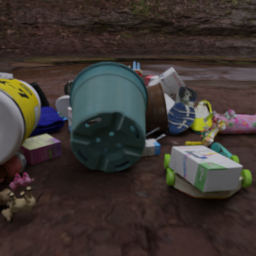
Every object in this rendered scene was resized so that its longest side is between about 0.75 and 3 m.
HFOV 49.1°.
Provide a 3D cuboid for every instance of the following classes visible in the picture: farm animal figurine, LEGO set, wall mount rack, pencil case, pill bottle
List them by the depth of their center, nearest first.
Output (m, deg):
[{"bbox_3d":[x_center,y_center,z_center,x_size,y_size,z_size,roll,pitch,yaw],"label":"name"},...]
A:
[{"bbox_3d":[-2.485,1.380,5.352,1.338,0.705,1.353,-29,39,-33],"label":"farm animal figurine"},{"bbox_3d":[-2.986,-0.314,6.504,1.654,1.654,2.894,-2,14,-7],"label":"pill bottle"},{"bbox_3d":[0.542,0.240,9.035,1.083,0.465,1.247,8,18,-11],"label":"wall mount rack"},{"bbox_3d":[2.683,-0.044,9.051,1.718,0.639,0.790,-38,-3,-26],"label":"LEGO set"},{"bbox_3d":[3.798,-0.147,9.789,1.644,0.719,0.719,2,18,0],"label":"pencil case"}]

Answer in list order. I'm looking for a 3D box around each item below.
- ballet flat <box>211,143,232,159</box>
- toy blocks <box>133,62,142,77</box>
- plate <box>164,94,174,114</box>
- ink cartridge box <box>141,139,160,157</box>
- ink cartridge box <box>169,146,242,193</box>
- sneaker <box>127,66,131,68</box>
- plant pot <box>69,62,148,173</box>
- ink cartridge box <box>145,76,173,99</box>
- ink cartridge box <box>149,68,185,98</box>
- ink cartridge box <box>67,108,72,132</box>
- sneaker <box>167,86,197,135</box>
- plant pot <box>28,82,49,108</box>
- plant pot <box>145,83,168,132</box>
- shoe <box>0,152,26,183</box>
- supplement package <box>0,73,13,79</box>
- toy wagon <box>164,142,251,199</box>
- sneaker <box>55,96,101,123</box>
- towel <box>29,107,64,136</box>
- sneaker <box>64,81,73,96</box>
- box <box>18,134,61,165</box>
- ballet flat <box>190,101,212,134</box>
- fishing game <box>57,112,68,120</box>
[{"bbox_3d":[2.639,0.756,7.757,0.386,0.369,1.096,22,16,-10],"label":"ballet flat"},{"bbox_3d":[-0.047,-2.300,12.957,1.479,1.774,0.644,6,-22,-15],"label":"toy blocks"},{"bbox_3d":[1.168,-0.991,11.817,2.225,0.360,2.230,-2,33,-24],"label":"plate"},{"bbox_3d":[0.420,0.596,8.181,0.909,0.308,0.527,-6,19,-17],"label":"ink cartridge box"},{"bbox_3d":[1.569,0.819,5.862,0.897,0.540,1.234,1,14,-25],"label":"ink cartridge box"},{"bbox_3d":[-0.469,-2.175,13.783,0.966,2.205,0.835,12,-21,13],"label":"sneaker"},{"bbox_3d":[-0.514,-0.219,7.541,2.407,2.407,2.357,-1,33,-3],"label":"plant pot"},{"bbox_3d":[1.709,-2.237,15.460,1.522,1.105,0.635,13,24,34],"label":"ink cartridge box"},{"bbox_3d":[1.870,-2.062,13.581,1.419,1.039,0.609,-34,27,15],"label":"ink cartridge box"},{"bbox_3d":[-1.815,-0.366,9.854,0.367,1.080,0.627,-16,24,-39],"label":"ink cartridge box"},{"bbox_3d":[1.981,-0.450,10.502,0.965,1.067,2.505,23,45,8],"label":"sneaker"},{"bbox_3d":[-4.210,-1.264,12.069,1.296,1.152,1.299,-19,23,-11],"label":"plant pot"},{"bbox_3d":[0.380,-0.591,9.866,1.734,1.751,1.751,-9,19,-1],"label":"plant pot"},{"bbox_3d":[-3.593,0.832,6.803,1.999,0.714,0.909,9,15,15],"label":"shoe"},{"bbox_3d":[-6.037,-1.488,11.636,2.243,1.311,1.315,6,52,-13],"label":"supplement package"},{"bbox_3d":[1.807,0.948,6.890,1.813,0.462,2.336,1,18,2],"label":"toy wagon"},{"bbox_3d":[-1.487,-0.908,11.563,2.780,1.023,1.640,7,22,-6],"label":"sneaker"},{"bbox_3d":[-3.294,-0.256,10.464,1.469,0.493,1.989,-10,23,-23],"label":"towel"},{"bbox_3d":[-1.938,-1.868,14.787,2.872,1.128,1.280,6,7,-1],"label":"sneaker"},{"bbox_3d":[-2.523,0.593,7.955,0.937,0.453,0.825,-18,26,-41],"label":"box"},{"bbox_3d":[2.814,-0.520,10.728,0.812,0.814,2.430,0,18,20],"label":"ballet flat"},{"bbox_3d":[-2.904,-0.547,11.655,1.195,0.259,1.668,11,25,25],"label":"fishing game"}]
